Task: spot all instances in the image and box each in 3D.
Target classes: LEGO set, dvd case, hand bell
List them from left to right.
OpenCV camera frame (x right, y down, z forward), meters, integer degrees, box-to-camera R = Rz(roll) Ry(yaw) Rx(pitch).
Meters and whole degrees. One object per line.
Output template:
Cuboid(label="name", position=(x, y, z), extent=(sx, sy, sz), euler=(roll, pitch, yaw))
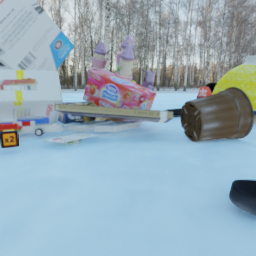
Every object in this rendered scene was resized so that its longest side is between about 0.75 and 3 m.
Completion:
Cuboid(label="LEGO set", position=(-1.463, -0.124, 5.634), extent=(2.195, 0.721, 2.938), euler=(1, 8, 37))
Cuboid(label="hand bell", position=(-0.548, -0.281, 7.600), extent=(1.228, 0.639, 0.639), euler=(9, 1, -41))
Cuboid(label="dvd case", position=(-0.227, -0.280, 5.963), extent=(2.222, 0.177, 1.652), euler=(4, -1, 4))

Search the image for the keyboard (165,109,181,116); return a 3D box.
Cuboid(label="keyboard", position=(1.848, -0.552, 9.757), extent=(1.796, 0.230, 1.078), euler=(-7, -2, -39))

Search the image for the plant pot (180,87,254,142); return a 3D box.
Cuboid(label="plant pot", position=(1.616, -0.208, 5.317), extent=(1.011, 1.021, 1.021), euler=(-10, 11, -18))

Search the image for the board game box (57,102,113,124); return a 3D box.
Cuboid(label="board game box", position=(-1.438, -0.545, 9.045), extent=(1.857, 0.474, 2.741), euler=(-4, 9, -25))

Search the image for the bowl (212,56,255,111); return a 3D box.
Cuboid(label="bowl", position=(3.839, -1.297, 8.069), extent=(2.666, 1.434, 2.666), euler=(5, 12, -1))

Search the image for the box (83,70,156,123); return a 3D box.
Cuboid(label="box", position=(-0.259, -0.846, 7.441), extent=(1.716, 0.856, 0.819), euler=(29, 24, 26))

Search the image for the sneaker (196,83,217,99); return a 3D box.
Cuboid(label="sneaker", position=(3.675, -1.246, 11.459), extent=(1.045, 1.178, 2.787), euler=(6, 10, 37))

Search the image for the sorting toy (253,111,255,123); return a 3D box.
Cuboid(label="sorting toy", position=(3.315, -0.469, 8.875), extent=(2.588, 0.381, 1.913), euler=(3, 9, 21))

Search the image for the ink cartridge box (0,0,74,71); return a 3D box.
Cuboid(label="ink cartridge box", position=(-2.842, -2.382, 6.601), extent=(0.939, 1.631, 2.817), euler=(17, -23, 45))

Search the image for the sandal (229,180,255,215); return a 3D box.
Cuboid(label="sandal", position=(1.675, 0.496, 2.340), extent=(1.687, 0.361, 0.641), euler=(0, 8, -1))

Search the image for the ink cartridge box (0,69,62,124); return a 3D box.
Cuboid(label="ink cartridge box", position=(-2.602, -0.602, 6.281), extent=(1.982, 0.827, 1.439), euler=(-3, -22, -23))

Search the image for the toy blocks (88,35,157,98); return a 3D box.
Cuboid(label="toy blocks", position=(-0.019, -2.297, 10.379), extent=(2.732, 2.299, 2.553), euler=(9, 24, -8))
